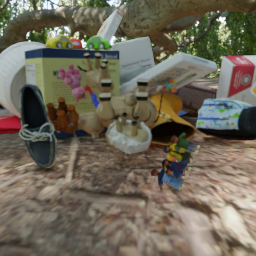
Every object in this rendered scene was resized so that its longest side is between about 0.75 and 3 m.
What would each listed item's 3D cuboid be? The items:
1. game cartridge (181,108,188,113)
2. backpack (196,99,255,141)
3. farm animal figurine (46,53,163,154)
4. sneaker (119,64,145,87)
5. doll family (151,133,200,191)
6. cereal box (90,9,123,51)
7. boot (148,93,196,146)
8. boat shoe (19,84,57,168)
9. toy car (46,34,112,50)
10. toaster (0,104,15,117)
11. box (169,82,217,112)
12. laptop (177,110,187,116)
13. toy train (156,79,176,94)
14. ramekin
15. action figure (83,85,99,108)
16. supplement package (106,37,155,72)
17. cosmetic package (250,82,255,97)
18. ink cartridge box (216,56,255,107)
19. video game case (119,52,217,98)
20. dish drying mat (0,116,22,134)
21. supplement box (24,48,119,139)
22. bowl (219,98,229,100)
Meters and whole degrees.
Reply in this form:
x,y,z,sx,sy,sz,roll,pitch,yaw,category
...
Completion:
x,y,z,sx,sy,sz,roll,pitch,yaw,category
1.590,-0.997,12.188,1.483,0.439,2.288,-6,13,-7,game cartridge
2.427,-0.188,6.773,1.283,1.209,1.572,5,-14,-38,backpack
-0.469,-0.456,6.116,2.457,1.296,2.485,11,44,15,farm animal figurine
-0.654,-1.562,10.060,2.815,1.116,1.040,-12,-5,-7,sneaker
0.688,0.516,4.232,0.517,0.894,0.351,23,-15,8,doll family
-1.000,-3.751,11.565,0.393,1.990,1.432,29,-18,-24,cereal box
1.040,-0.197,7.545,2.952,1.039,2.113,-12,24,-36,boot
-1.603,-0.012,4.949,0.574,1.534,0.474,-7,4,-10,boat shoe
-1.274,-2.426,7.995,1.657,0.393,1.761,2,13,12,toy car
-4.991,-1.187,10.129,2.918,1.658,1.885,-5,15,-41,toaster
2.504,-1.213,10.723,2.510,0.940,1.257,15,18,16,box
1.092,-0.758,9.887,1.459,0.846,1.366,39,3,-15,laptop
1.158,-1.053,8.492,0.823,0.305,1.095,-37,-14,-4,toy train
-2.927,-1.378,8.975,2.518,2.518,1.322,-9,28,-34,ramekin
-0.800,-0.396,6.671,0.564,1.140,0.372,-40,-5,7,action figure
0.171,-2.276,11.762,1.591,2.656,1.610,-17,17,-11,supplement package
3.832,-0.829,7.003,0.534,0.760,1.498,4,35,-20,cosmetic package
4.340,-1.175,8.876,2.707,1.987,1.122,0,27,0,ink cartridge box
1.135,-1.467,8.781,2.640,0.313,2.403,-24,-10,37,video game case
-3.742,-0.131,8.667,0.764,0.181,1.989,-3,12,-24,dish drying mat
-1.557,-1.049,7.977,2.262,2.259,1.518,-9,15,-34,supplement box
2.743,-0.494,8.188,1.228,0.661,1.228,-4,-12,-1,bowl
